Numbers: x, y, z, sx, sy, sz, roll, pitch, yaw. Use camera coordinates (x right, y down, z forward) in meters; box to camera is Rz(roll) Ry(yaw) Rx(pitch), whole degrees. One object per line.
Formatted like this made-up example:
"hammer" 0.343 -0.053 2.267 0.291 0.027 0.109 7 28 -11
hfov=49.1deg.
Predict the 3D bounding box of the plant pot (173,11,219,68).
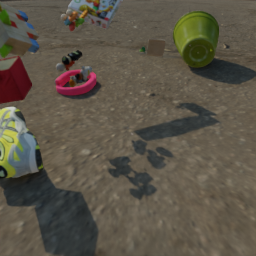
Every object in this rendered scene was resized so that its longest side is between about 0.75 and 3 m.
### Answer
"plant pot" 3.540 -4.341 14.376 2.436 2.436 2.345 3 43 6

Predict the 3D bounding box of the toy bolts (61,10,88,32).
"toy bolts" -1.843 -3.746 9.402 0.834 0.578 0.796 -12 47 47

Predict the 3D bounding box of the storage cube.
"storage cube" -2.992 -1.162 6.895 0.801 0.842 0.937 -10 36 6

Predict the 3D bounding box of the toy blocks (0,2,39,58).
"toy blocks" -2.500 -2.146 6.178 1.562 0.780 1.068 58 24 16

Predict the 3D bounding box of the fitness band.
"fitness band" -2.195 -1.951 11.940 1.511 0.394 2.103 9 32 10

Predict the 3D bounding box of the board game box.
"board game box" -1.126 -4.963 10.862 1.544 0.423 2.446 20 58 -1

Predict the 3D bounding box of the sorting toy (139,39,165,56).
"sorting toy" 0.946 -3.179 11.035 0.961 0.711 0.141 3 42 -4

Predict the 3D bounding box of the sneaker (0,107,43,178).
"sneaker" -3.224 0.266 7.429 1.103 1.089 2.888 -18 33 -28

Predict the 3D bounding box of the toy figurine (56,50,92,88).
"toy figurine" -1.551 -1.673 8.013 0.614 0.869 0.882 -40 14 -32
